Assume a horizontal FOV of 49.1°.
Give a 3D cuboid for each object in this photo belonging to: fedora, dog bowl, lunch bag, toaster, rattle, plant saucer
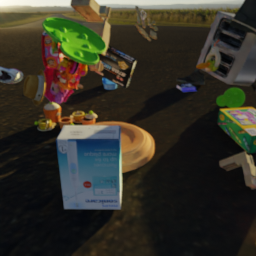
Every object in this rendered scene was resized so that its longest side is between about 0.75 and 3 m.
[{"bbox_3d":[-2.112,-0.905,6.239,0.344,0.844,0.844,6,19,-34],"label":"fedora"},{"bbox_3d":[-1.022,-2.454,15.514,0.781,0.347,1.401,-4,25,-8],"label":"dog bowl"},{"bbox_3d":[-2.724,-2.881,11.060,0.809,1.739,1.974,-8,-12,5],"label":"lunch bag"},{"bbox_3d":[3.496,-2.497,9.093,1.287,1.962,2.169,-7,37,-35],"label":"toaster"},{"bbox_3d":[2.132,-1.986,7.530,0.634,0.888,0.578,7,3,-5],"label":"rattle"},{"bbox_3d":[-0.638,0.488,9.234,3.001,0.484,3.001,0,25,0],"label":"plant saucer"}]

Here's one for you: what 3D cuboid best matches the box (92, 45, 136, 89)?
[{"bbox_3d":[-0.568,-2.448,11.046,1.594,1.267,0.367,29,45,9],"label":"box"}]

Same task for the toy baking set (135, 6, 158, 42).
[{"bbox_3d":[0.721,-4.515,12.225,0.180,1.551,1.190,-21,40,47],"label":"toy baking set"}]

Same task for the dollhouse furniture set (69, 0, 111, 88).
[{"bbox_3d":[-1.272,-2.826,9.624,1.486,2.868,1.269,10,-1,21],"label":"dollhouse furniture set"}]

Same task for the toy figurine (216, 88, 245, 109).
[{"bbox_3d":[4.817,-1.383,13.053,1.236,0.928,1.137,-15,3,27],"label":"toy figurine"}]

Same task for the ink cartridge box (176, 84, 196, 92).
[{"bbox_3d":[3.157,-2.152,15.078,0.833,0.182,0.841,-6,28,-14],"label":"ink cartridge box"}]

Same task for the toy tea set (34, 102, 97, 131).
[{"bbox_3d":[-2.368,-0.514,10.856,2.337,0.865,1.390,-1,26,-2],"label":"toy tea set"}]

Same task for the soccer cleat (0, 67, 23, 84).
[{"bbox_3d":[-2.771,-1.174,6.528,0.477,0.386,1.105,26,12,15],"label":"soccer cleat"}]

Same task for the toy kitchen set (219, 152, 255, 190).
[{"bbox_3d":[3.171,1.318,7.767,0.761,0.841,0.933,27,49,-34],"label":"toy kitchen set"}]

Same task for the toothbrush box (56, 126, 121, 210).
[{"bbox_3d":[-0.856,0.946,6.629,1.385,1.891,0.807,1,25,0],"label":"toothbrush box"}]

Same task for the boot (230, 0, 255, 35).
[{"bbox_3d":[3.473,-2.829,7.083,1.448,1.002,0.561,27,26,14],"label":"boot"}]

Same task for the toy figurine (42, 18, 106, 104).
[{"bbox_3d":[-1.776,-1.555,7.953,1.782,2.184,2.373,9,38,-28],"label":"toy figurine"}]

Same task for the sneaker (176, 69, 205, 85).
[{"bbox_3d":[3.499,-2.854,15.634,1.553,0.889,0.594,3,6,8],"label":"sneaker"}]

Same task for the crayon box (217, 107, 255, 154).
[{"bbox_3d":[4.355,0.006,9.981,1.386,0.680,2.334,-4,26,-8],"label":"crayon box"}]
